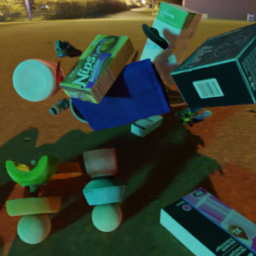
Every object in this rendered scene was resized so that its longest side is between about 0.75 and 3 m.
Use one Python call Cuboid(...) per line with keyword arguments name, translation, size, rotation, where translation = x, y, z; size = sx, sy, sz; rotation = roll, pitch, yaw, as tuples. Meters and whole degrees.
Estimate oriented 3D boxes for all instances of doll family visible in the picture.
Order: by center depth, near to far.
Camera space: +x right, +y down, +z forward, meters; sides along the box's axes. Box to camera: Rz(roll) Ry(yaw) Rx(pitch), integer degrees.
Cuboid(name="doll family", translation=(2.224, -0.414, 9.986), size=(0.891, 0.605, 1.542), rotation=(-26, 5, -17))

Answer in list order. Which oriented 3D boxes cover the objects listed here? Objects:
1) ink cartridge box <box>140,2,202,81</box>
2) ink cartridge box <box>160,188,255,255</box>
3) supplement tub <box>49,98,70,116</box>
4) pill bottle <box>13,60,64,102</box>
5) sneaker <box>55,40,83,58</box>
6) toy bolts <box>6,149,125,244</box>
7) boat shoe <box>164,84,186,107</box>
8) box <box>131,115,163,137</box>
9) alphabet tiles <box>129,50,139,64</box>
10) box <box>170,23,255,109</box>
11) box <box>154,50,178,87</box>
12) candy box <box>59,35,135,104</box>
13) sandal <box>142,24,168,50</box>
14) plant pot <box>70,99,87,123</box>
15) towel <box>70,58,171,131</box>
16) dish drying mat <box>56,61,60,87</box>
Cuboid(name="ink cartridge box", translation=(1.800, -3.740, 12.315), size=(1.312, 2.998, 2.179), rotation=(30, 30, 18))
Cuboid(name="ink cartridge box", translation=(1.940, 2.197, 5.338), size=(1.254, 0.491, 2.649), rotation=(-18, 34, -31))
Cuboid(name="supplement tub", translation=(-2.502, -0.754, 10.225), size=(0.404, 0.404, 0.755), rotation=(22, 47, 37))
Cuboid(name="pill bottle", translation=(-3.202, -1.831, 10.529), size=(1.424, 1.424, 2.521), rotation=(-1, 13, -2))
Cuboid(name="sneaker", translation=(-2.173, -2.939, 10.435), size=(0.526, 0.589, 1.438), rotation=(-9, 7, 22))
Cuboid(name="toy bolts", translation=(-1.193, 1.515, 6.220), size=(2.371, 1.644, 2.265), rotation=(-8, -14, 4))
Cuboid(name="boat shoe", translation=(1.314, -1.494, 12.270), size=(2.758, 0.824, 0.986), rotation=(3, 26, 7))
Cuboid(name="box", translation=(0.681, -0.127, 9.953), size=(0.517, 0.309, 1.256), rotation=(26, 37, 29))
Cuboid(name="alphabet tiles", translation=(0.059, -2.102, 10.510), size=(0.052, 1.635, 1.361), rotation=(23, 62, 3))
Cuboid(name="box", translation=(2.873, -1.761, 8.035), size=(2.222, 1.401, 2.260), rotation=(-45, 24, -26))
Cuboid(name="box", translation=(1.555, -2.267, 10.608), size=(0.682, 1.038, 1.043), rotation=(-26, 24, 11))
Cuboid(name="candy box", translation=(-0.866, -1.738, 8.052), size=(1.225, 0.593, 2.099), rotation=(17, 63, 35))
Cuboid(name="sandal", translation=(0.992, -3.283, 10.015), size=(0.307, 0.482, 1.282), rotation=(-39, 75, -18))
Cuboid(name="plant pot", translation=(-1.465, -1.294, 10.397), size=(1.682, 1.682, 1.647), rotation=(-9, 32, -18))
Cuboid(name="towel", translation=(-0.247, -1.019, 9.033), size=(2.873, 2.122, 0.712), rotation=(-15, 42, 16))
Cuboid(name="dish drying mat", translation=(-1.989, -1.514, 7.939), size=(0.080, 0.874, 0.336), rotation=(11, 64, -9))
